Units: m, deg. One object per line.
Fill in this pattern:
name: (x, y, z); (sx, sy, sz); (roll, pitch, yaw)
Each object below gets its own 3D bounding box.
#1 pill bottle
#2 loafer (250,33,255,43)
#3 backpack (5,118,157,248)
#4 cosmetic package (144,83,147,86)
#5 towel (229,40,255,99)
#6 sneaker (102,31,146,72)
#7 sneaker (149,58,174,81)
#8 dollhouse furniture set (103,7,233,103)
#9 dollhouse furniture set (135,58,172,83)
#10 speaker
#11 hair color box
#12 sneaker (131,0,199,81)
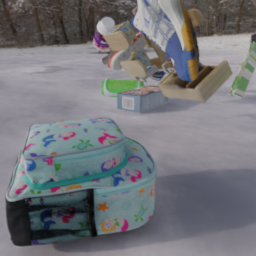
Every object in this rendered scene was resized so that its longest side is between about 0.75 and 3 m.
pill bottle: (-1.010, -4.029, 12.028); (0.795, 0.795, 1.413); (-7, -20, -20)
loafer: (3.886, -2.516, 7.835); (0.344, 0.302, 0.958); (16, -5, -36)
backpack: (-0.765, 0.863, 5.198); (2.562, 1.929, 2.275); (1, 18, -13)
cosmetic package: (0.951, -2.840, 18.601); (0.321, 0.197, 0.778); (9, 21, 26)
towel: (3.164, -1.510, 7.535); (0.169, 1.443, 1.100); (25, 14, 33)
sneaker: (-0.147, -2.743, 9.507); (0.800, 0.753, 1.954); (29, 62, 31)
sneaker: (1.910, -2.692, 12.759); (2.205, 0.773, 1.196); (-1, -14, 2)
dollhouse furniture set: (1.283, -2.244, 7.743); (2.484, 2.834, 1.883); (-44, 28, -15)
dollhouse furniture set: (0.734, -2.332, 9.684); (1.606, 1.048, 1.516); (-38, 13, 4)
speaker: (-0.306, -2.199, 15.479); (2.283, 1.009, 1.009); (3, 19, 8)
hair color box: (0.767, -1.440, 13.487); (1.310, 0.803, 2.647); (13, 22, 34)
sneaker: (0.656, -1.972, 5.420); (1.042, 2.363, 0.890); (-15, 13, 25)
